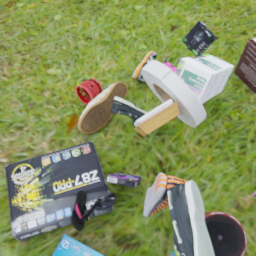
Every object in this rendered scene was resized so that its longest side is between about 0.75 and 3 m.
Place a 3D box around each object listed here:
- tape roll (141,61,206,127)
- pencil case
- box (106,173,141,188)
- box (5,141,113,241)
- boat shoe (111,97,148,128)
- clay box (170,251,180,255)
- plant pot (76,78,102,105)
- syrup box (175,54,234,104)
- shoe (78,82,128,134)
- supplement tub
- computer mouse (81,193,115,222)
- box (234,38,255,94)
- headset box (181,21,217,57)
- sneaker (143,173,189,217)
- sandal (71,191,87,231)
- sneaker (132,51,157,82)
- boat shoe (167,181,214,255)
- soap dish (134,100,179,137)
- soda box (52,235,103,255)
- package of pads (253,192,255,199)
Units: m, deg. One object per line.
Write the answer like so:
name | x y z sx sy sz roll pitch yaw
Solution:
tape roll | 1.237 -0.925 7.806 0.406 2.222 2.222 -43 62 0
pencil case | 1.946 -1.534 10.197 1.026 0.994 2.191 -29 61 -31
box | -0.096 1.451 7.894 0.797 1.115 0.201 9 87 10
box | -1.997 1.716 8.020 2.668 0.655 2.151 -15 59 -11
boat shoe | 0.241 -0.311 8.444 1.723 0.644 0.571 27 87 -26
clay box | 1.561 3.640 5.254 0.581 1.402 2.439 -15 44 -19
plant pot | -1.385 -1.344 10.163 0.788 0.788 0.718 31 51 20
syrup box | 2.333 -1.569 8.691 1.003 1.037 2.547 32 29 21
shoe | -0.915 -0.687 9.812 2.388 0.835 0.637 -48 25 -24
supplement tub | 1.970 2.497 6.517 1.070 2.000 1.070 -2 73 7
computer mouse | -0.637 1.871 6.457 0.246 1.069 0.751 43 97 16
box | 5.069 -2.413 10.390 1.328 1.601 1.315 -22 58 -14
headset box | 2.101 -2.628 8.358 0.695 0.798 0.370 54 33 14
sneaker | 0.956 1.682 6.415 0.990 1.767 0.685 13 57 -5
sandal | -1.205 2.069 7.116 0.391 0.235 1.042 28 47 -31
sneaker | 0.775 -2.380 11.049 0.627 0.635 1.623 31 61 3
boat shoe | 1.102 1.956 5.031 0.590 0.739 1.955 -22 50 28
soap dish | 0.712 -0.213 7.036 1.122 0.883 0.456 -31 87 -6
soda box | -0.498 3.544 6.483 2.669 0.905 0.856 22 61 16
package of pads | 4.060 1.599 7.627 0.473 0.754 1.251 41 91 1
